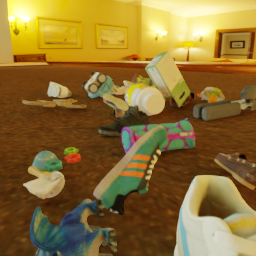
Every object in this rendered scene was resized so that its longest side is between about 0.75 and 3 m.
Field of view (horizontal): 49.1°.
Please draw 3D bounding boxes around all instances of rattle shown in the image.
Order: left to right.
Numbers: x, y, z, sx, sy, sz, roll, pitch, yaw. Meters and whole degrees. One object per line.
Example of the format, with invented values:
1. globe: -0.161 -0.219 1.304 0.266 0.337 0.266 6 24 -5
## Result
1. rattle: 3.383 -1.170 12.112 0.891 0.978 1.369 29 -17 -32

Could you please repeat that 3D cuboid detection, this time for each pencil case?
1. pencil case: 0.713 0.225 6.442 1.680 0.715 0.776 -7 -6 -21

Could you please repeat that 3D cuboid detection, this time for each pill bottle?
1. pill bottle: 0.615 -1.053 10.289 1.013 1.013 1.855 -6 18 -18

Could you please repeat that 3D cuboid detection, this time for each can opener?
1. can opener: 3.623 -0.970 10.026 2.986 0.998 0.796 -10 19 -31

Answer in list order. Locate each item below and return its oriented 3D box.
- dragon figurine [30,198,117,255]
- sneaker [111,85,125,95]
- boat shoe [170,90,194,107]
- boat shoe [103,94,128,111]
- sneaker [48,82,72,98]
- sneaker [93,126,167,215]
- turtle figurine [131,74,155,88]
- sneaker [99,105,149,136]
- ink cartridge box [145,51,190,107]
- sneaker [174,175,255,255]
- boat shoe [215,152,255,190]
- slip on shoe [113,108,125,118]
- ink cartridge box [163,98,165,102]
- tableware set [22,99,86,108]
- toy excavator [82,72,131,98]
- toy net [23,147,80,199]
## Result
1. dragon figurine: -0.751 1.243 3.112 1.067 0.632 2.147 -5 17 -15
2. sneaker: -0.627 -1.983 14.447 1.030 0.470 0.400 4 16 14
3. boat shoe: 2.264 -1.280 11.521 0.717 0.717 2.038 13 20 21
4. boat shoe: -0.427 -0.825 9.516 0.970 0.303 0.345 29 60 10
5. sneaker: -3.416 -1.818 13.770 0.753 0.715 1.871 3 17 -32
6. sneaker: 0.172 0.633 4.140 0.576 1.441 0.514 40 -5 16
7. turtle figurine: 0.874 -1.850 11.744 1.393 0.556 1.728 17 40 5
8. sneaker: -0.114 -0.216 7.804 1.454 0.833 0.556 -6 15 -12
9. ink cartridge box: 1.517 -1.777 10.524 0.563 1.899 0.986 -5 37 48
10. sneaker: 0.923 1.314 2.131 1.005 1.061 2.628 0 17 -7
11. boat shoe: 2.001 0.672 5.054 0.434 0.433 1.232 25 8 -15
12. slip on shoe: -0.401 -0.590 9.907 0.317 0.397 1.045 -17 29 -13
13. ink cartridge box: 1.214 -1.471 12.673 0.931 0.484 0.276 13 21 37
14. tableware set: -2.682 -0.925 10.412 2.195 0.255 1.833 2 1 6
15. toy excavator: -0.955 -1.985 13.710 1.911 1.965 0.982 -50 33 -8
16. toy net: -1.322 0.827 5.056 0.949 0.349 1.809 -4 18 -10
